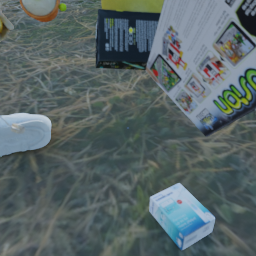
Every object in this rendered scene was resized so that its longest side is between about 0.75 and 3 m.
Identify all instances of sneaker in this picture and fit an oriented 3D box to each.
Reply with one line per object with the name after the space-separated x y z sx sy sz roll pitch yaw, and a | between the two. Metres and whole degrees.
-3.327 0.123 7.166 2.650 1.012 1.067 -3 27 -15 | sneaker

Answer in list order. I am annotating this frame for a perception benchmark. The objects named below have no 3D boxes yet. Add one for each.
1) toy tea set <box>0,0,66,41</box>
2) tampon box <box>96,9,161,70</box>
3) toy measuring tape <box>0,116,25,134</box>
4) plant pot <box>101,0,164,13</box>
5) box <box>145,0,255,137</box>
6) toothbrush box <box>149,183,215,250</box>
-2.648 -2.684 5.664 2.687 1.598 0.994 -24 10 -4 | toy tea set
0.112 -1.680 5.544 1.465 0.925 1.098 0 4 -10 | tampon box
-2.614 -1.078 5.056 1.010 2.747 1.010 -20 40 18 | toy measuring tape
0.274 -3.356 6.781 2.341 1.662 2.341 -18 31 12 | plant pot
0.804 -0.675 2.624 0.384 2.214 1.218 -40 83 -10 | box
0.996 1.641 5.323 0.754 0.439 1.030 -18 38 -24 | toothbrush box
